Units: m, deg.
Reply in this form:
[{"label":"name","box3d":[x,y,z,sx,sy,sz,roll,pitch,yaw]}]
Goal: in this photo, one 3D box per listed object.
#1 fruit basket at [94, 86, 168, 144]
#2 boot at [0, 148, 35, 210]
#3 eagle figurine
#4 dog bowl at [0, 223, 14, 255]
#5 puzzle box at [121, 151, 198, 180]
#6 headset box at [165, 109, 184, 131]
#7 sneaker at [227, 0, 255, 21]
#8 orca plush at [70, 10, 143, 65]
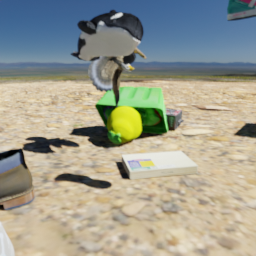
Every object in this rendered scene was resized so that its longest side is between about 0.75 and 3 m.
[{"label":"fruit basket","box3d":[0.072,-0.283,11.069,2.989,2.156,2.989,-7,56,11]},{"label":"boot","box3d":[-3.212,1.187,5.709,2.486,1.205,0.929,-11,18,-36]},{"label":"eagle figurine","box3d":[-0.401,-1.919,9.072,1.540,2.029,1.531,34,0,-15]},{"label":"dog bowl","box3d":[-3.001,1.828,3.839,2.615,0.767,2.615,0,19,0]},{"label":"puzzle box","box3d":[0.855,1.050,8.155,1.950,0.248,1.297,-3,15,-10]},{"label":"headset box","box3d":[1.591,-0.428,12.894,1.931,0.724,1.435,5,16,20]},{"label":"sneaker","box3d":[2.613,-2.618,5.307,1.455,0.878,0.608,-2,16,29]},{"label":"orca plush","box3d":[-0.370,-1.985,5.950,1.329,0.898,2.526,27,-11,-14]}]
